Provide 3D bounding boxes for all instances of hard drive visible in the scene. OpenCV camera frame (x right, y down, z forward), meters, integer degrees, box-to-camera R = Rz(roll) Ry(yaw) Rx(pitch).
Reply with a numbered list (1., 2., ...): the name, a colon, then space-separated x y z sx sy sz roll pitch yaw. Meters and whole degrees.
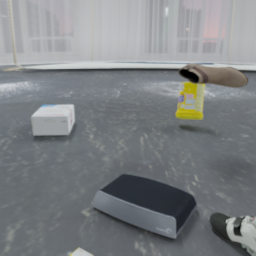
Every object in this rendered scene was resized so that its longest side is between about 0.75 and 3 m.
1. hard drive: 0.402 1.801 6.978 2.283 0.483 1.540 11 21 31

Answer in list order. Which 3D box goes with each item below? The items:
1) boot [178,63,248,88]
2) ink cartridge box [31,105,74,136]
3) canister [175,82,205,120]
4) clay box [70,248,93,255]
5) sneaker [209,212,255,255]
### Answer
1. boot: 2.893 -1.787 9.896 1.554 0.747 2.126 -17 32 -41
2. ink cartridge box: -3.408 -0.397 12.975 1.563 0.915 2.163 -1 17 -3
3. canister: 2.987 -1.290 13.362 1.250 1.683 0.728 4 -7 34
4. clay box: -1.002 2.590 5.016 0.522 0.216 0.908 12 22 32
5. sneaker: 2.487 2.061 5.736 0.677 0.809 1.828 -14 21 -33
